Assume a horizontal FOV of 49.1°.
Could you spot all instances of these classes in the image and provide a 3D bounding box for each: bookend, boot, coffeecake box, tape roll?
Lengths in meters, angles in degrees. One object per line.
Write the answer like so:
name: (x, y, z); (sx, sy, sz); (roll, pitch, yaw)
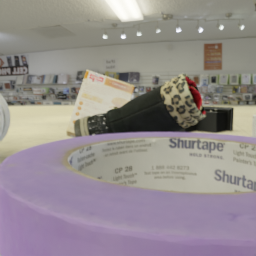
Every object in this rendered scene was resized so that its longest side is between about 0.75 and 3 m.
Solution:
bookend: (3.082, -0.385, 12.637); (2.374, 1.094, 2.359); (-7, 10, -43)
boot: (0.535, -0.032, 5.638); (2.162, 1.033, 2.862); (-24, -15, 20)
coffeecake box: (-0.796, -0.504, 8.141); (1.462, 1.904, 0.696); (18, -15, -7)
tape roll: (0.432, 0.771, 2.346); (2.759, 1.172, 2.759); (-1, 7, 0)

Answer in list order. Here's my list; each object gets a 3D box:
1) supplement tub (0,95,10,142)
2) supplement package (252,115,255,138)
supplement tub: (-4.085, -0.128, 6.006); (2.090, 2.090, 2.890); (1, 6, 5)
supplement package: (3.467, 0.285, 6.626); (0.856, 1.136, 0.862); (1, 7, 11)
